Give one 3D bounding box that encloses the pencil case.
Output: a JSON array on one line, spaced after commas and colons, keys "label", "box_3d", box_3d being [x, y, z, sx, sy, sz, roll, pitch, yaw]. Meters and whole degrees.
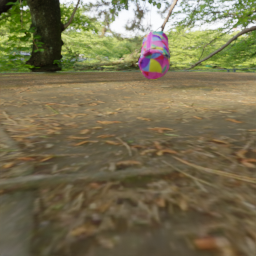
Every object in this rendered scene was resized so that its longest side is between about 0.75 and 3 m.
[{"label": "pencil case", "box_3d": [0.896, -2.512, 9.351, 1.030, 1.030, 2.330, 1, 33, 6]}]
